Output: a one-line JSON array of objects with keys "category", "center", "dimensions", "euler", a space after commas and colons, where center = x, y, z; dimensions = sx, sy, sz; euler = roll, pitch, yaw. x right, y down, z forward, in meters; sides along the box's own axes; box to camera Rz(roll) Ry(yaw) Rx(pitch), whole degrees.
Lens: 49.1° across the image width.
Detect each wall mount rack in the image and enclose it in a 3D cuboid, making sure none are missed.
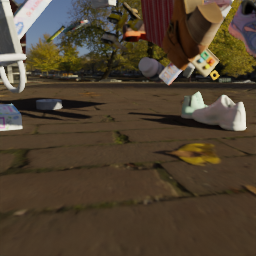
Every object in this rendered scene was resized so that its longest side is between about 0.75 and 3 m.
[{"category": "wall mount rack", "center": [-2.636, -1.651, 4.579], "dimensions": [2.091, 2.407, 0.897], "euler": [-2, 15, 40]}]

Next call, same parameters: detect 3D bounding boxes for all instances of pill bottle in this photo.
[{"category": "pill bottle", "center": [0.998, -2.386, 11.464], "dimensions": [0.767, 0.767, 1.282], "euler": [8, -4, 35]}]

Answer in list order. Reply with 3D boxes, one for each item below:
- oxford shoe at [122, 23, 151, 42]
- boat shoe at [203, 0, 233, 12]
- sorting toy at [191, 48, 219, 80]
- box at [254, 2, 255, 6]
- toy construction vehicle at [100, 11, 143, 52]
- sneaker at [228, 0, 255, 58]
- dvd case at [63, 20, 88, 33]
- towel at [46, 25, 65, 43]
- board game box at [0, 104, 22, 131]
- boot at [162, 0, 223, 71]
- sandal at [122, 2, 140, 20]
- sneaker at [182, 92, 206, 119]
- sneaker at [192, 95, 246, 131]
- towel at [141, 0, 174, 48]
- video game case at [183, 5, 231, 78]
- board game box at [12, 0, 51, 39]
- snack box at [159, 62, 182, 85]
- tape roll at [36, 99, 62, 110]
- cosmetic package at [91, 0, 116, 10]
[{"category": "oxford shoe", "center": [0.755, -3.725, 10.647], "dimensions": [1.958, 0.710, 0.697], "euler": [-4, -9, -13]}, {"category": "boat shoe", "center": [2.948, -4.131, 9.771], "dimensions": [0.539, 0.528, 1.523], "euler": [29, -22, -23]}, {"category": "sorting toy", "center": [1.998, -1.707, 7.200], "dimensions": [1.061, 0.597, 0.145], "euler": [42, -9, -8]}, {"category": "box", "center": [4.165, -3.651, 8.537], "dimensions": [0.362, 1.454, 1.147], "euler": [17, -19, 5]}, {"category": "toy construction vehicle", "center": [-0.215, -3.075, 8.996], "dimensions": [1.392, 1.212, 0.490], "euler": [23, -14, 31]}, {"category": "sneaker", "center": [3.516, -2.636, 7.395], "dimensions": [0.928, 1.065, 2.368], "euler": [-16, 48, -13]}, {"category": "dvd case", "center": [-1.912, -3.695, 10.176], "dimensions": [0.590, 0.089, 0.808], "euler": [-13, 21, 44]}, {"category": "towel", "center": [-2.937, -3.815, 11.369], "dimensions": [0.951, 0.086, 0.409], "euler": [-43, 31, 0]}, {"category": "board game box", "center": [-4.632, -0.353, 9.169], "dimensions": [1.868, 0.476, 2.779], "euler": [-6, 13, -26]}, {"category": "boot", "center": [0.969, -2.122, 5.264], "dimensions": [0.668, 1.813, 1.402], "euler": [-7, -21, -17]}, {"category": "sandal", "center": [0.184, -4.836, 11.598], "dimensions": [1.034, 0.282, 0.423], "euler": [38, -2, -30]}, {"category": "sneaker", "center": [2.816, -0.819, 10.261], "dimensions": [1.636, 0.965, 0.602], "euler": [2, 10, 6]}, {"category": "sneaker", "center": [2.917, -0.582, 9.034], "dimensions": [0.835, 0.982, 2.220], "euler": [-7, 13, -24]}, {"category": "towel", "center": [1.084, -3.156, 7.987], "dimensions": [0.298, 1.916, 2.649], "euler": [-21, 37, -15]}, {"category": "video game case", "center": [3.069, -3.342, 11.324], "dimensions": [0.306, 2.535, 2.780], "euler": [31, 7, 5]}, {"category": "board game box", "center": [-2.320, -2.442, 6.180], "dimensions": [0.333, 1.617, 1.620], "euler": [40, -15, -32]}, {"category": "snack box", "center": [1.749, -2.246, 10.203], "dimensions": [0.498, 1.387, 0.169], "euler": [44, 15, 16]}, {"category": "tape roll", "center": [-3.720, -1.111, 13.196], "dimensions": [1.143, 0.378, 1.143], "euler": [-1, 11, 0]}, {"category": "cosmetic package", "center": [-0.921, -4.702, 10.333], "dimensions": [0.897, 0.482, 0.380], "euler": [8, 18, 39]}]
